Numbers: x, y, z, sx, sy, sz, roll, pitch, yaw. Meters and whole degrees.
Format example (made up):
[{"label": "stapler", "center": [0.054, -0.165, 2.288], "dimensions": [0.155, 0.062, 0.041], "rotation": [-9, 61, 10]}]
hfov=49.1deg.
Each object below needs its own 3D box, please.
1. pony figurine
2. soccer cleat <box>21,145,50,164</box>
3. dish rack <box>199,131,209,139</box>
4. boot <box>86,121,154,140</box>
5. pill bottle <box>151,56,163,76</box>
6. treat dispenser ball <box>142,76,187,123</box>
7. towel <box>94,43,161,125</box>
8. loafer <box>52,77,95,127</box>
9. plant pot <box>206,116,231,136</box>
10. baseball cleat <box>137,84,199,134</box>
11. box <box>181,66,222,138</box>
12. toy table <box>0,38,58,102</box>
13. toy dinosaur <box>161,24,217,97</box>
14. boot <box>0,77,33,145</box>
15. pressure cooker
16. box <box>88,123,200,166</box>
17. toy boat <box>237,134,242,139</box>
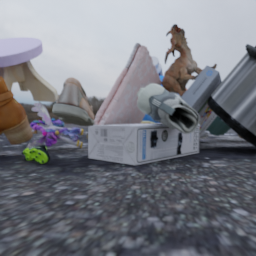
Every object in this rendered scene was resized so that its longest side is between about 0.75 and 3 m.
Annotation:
[{"label": "pony figurine", "center": [-2.315, 0.141, 8.549], "dimensions": [1.793, 1.493, 1.731], "rotation": [14, -7, -2]}, {"label": "soccer cleat", "center": [-1.994, 0.555, 6.319], "dimensions": [0.471, 0.392, 1.162], "rotation": [-29, 17, -37]}, {"label": "dish rack", "center": [2.673, 0.349, 11.533], "dimensions": [1.132, 0.287, 1.319], "rotation": [-10, 3, -1]}, {"label": "boot", "center": [-0.157, 0.219, 10.265], "dimensions": [2.342, 0.844, 1.811], "rotation": [-4, 0, 18]}, {"label": "pill bottle", "center": [1.289, -2.873, 14.311], "dimensions": [0.917, 0.917, 1.532], "rotation": [0, -30, 13]}, {"label": "treat dispenser ball", "center": [1.543, -0.944, 13.223], "dimensions": [2.993, 2.993, 2.993], "rotation": [0, 2, 0]}, {"label": "towel", "center": [0.084, -0.845, 8.767], "dimensions": [0.456, 2.703, 2.830], "rotation": [26, -5, 20]}, {"label": "loafer", "center": [-0.969, -0.417, 5.372], "dimensions": [0.737, 0.645, 2.051], "rotation": [10, -5, -5]}, {"label": "plant pot", "center": [4.125, -0.605, 12.274], "dimensions": [1.737, 1.737, 1.701], "rotation": [0, -33, -11]}, {"label": "baseball cleat", "center": [1.118, -0.316, 6.909], "dimensions": [1.439, 0.943, 2.703], "rotation": [38, 15, 21]}, {"label": "box", "center": [2.468, -0.663, 9.612], "dimensions": [0.529, 2.004, 2.570], "rotation": [39, 1, 29]}, {"label": "toy table", "center": [-3.333, -1.529, 7.916], "dimensions": [2.498, 1.592, 2.718], "rotation": [8, 29, 14]}, {"label": "toy dinosaur", "center": [1.659, -1.870, 9.598], "dimensions": [1.866, 2.754, 1.182], "rotation": [38, 22, 28]}, {"label": "boot", "center": [-3.592, -0.226, 6.638], "dimensions": [2.242, 1.741, 0.860], "rotation": [-10, 36, 6]}, {"label": "pressure cooker", "center": [4.075, -1.087, 7.982], "dimensions": [2.617, 2.930, 2.577], "rotation": [45, 21, 20]}, {"label": "box", "center": [0.513, 0.315, 7.342], "dimensions": [1.634, 0.842, 2.801], "rotation": [2, 3, 41]}, {"label": "toy boat", "center": [5.306, -0.017, 11.522], "dimensions": [1.510, 0.987, 0.985], "rotation": [9, -16, 13]}]
